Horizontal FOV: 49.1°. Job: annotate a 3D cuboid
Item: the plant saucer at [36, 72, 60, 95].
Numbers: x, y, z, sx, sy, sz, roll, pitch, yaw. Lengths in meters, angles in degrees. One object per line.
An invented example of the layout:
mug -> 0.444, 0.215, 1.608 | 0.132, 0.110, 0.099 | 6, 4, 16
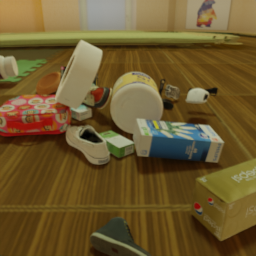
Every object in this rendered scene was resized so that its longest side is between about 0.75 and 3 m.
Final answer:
plant saucer -> -4.052, -2.342, 14.435 | 1.658, 0.310, 1.658 | -15, 44, 15

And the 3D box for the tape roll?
tape roll -> -1.762, -1.836, 9.816 | 0.806, 2.306, 2.306 | 23, 17, -20

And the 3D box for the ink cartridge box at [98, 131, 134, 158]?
ink cartridge box -> -0.421, 0.497, 8.957 | 0.619, 0.354, 1.192 | -16, 30, -38

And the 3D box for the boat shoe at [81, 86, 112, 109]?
boat shoe -> -1.457, -1.337, 11.681 | 0.789, 0.898, 2.522 | 27, -9, -26

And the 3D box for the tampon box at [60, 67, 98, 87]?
tampon box -> -2.299, -2.127, 13.307 | 1.662, 1.245, 1.049 | -1, -13, -2

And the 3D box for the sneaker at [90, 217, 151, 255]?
sneaker -> -0.008, 2.095, 5.255 | 1.317, 0.492, 0.699 | 14, 30, 30

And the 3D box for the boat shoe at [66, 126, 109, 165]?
boat shoe -> -1.297, 0.304, 8.898 | 0.873, 0.776, 2.374 | -18, 30, -34

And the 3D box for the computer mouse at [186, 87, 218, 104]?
computer mouse -> 2.825, -1.359, 11.025 | 1.185, 0.474, 2.162 | 6, 17, 21

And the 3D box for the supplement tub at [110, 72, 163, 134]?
supplement tub -> 0.283, -1.070, 10.637 | 1.843, 1.843, 2.535 | 0, 24, -1

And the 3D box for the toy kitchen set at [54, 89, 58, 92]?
toy kitchen set -> -3.483, -2.173, 14.394 | 0.960, 0.783, 0.866 | -5, 25, -9

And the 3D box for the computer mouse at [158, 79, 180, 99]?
computer mouse -> 1.851, -1.670, 12.925 | 0.345, 0.861, 1.571 | 7, -3, 41

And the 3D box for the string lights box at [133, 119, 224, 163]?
string lights box -> 1.442, 0.370, 8.476 | 2.427, 0.716, 1.247 | 5, 23, -8

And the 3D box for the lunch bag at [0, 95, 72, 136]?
lunch bag -> -3.367, -0.435, 10.211 | 2.532, 1.037, 2.230 | -3, 24, -6

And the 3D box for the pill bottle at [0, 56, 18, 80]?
pill bottle -> -7.476, -3.290, 15.631 | 2.277, 1.300, 1.300 | -9, 25, -6

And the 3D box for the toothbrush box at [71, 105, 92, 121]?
toothbrush box -> -2.010, -0.651, 11.521 | 0.860, 0.367, 0.629 | 20, 31, 37

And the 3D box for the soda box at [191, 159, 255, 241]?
soda box -> 2.867, 1.372, 6.263 | 2.924, 0.990, 0.936 | -12, 27, -25

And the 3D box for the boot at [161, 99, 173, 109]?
boot -> 1.750, -1.143, 12.702 | 0.929, 0.322, 0.809 | 18, 25, 27
